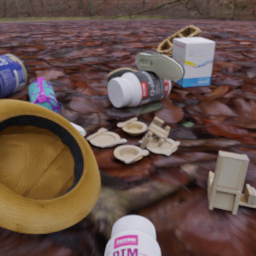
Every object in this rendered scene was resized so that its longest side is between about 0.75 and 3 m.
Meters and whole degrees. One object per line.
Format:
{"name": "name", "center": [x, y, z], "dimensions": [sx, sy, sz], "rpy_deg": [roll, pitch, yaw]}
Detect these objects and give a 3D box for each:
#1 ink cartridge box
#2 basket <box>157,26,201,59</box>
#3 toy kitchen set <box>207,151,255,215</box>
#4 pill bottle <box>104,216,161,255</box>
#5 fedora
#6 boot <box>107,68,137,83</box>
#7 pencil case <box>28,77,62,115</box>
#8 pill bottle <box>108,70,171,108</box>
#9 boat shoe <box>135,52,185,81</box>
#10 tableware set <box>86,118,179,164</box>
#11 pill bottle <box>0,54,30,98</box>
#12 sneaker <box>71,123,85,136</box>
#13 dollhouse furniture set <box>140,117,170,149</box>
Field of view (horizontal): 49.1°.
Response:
{"name": "ink cartridge box", "center": [2.755, -2.866, 12.130], "dimensions": [1.334, 1.845, 1.358], "rpy_deg": [-6, 26, -12]}
{"name": "basket", "center": [2.525, -4.262, 14.797], "dimensions": [2.003, 2.091, 2.807], "rpy_deg": [1, 26, 2]}
{"name": "toy kitchen set", "center": [2.021, 0.873, 5.113], "dimensions": [0.942, 1.041, 1.154], "rpy_deg": [9, 16, 12]}
{"name": "pill bottle", "center": [0.051, 1.821, 3.545], "dimensions": [0.757, 0.757, 1.336], "rpy_deg": [1, 26, 2]}
{"name": "fedora", "center": [-1.762, 0.727, 4.883], "dimensions": [2.732, 1.114, 2.732], "rpy_deg": [33, 31, -23]}
{"name": "boot", "center": [0.227, -1.904, 11.475], "dimensions": [2.021, 0.783, 1.398], "rpy_deg": [-6, 31, -10]}
{"name": "pencil case", "center": [-2.751, -0.918, 9.087], "dimensions": [0.885, 0.961, 2.080], "rpy_deg": [-8, 26, -19]}
{"name": "pill bottle", "center": [0.391, -1.384, 9.794], "dimensions": [2.041, 1.182, 1.182], "rpy_deg": [-18, 31, -33]}
{"name": "boat shoe", "center": [1.134, -2.097, 9.228], "dimensions": [0.708, 0.752, 2.093], "rpy_deg": [-16, 32, -33]}
{"name": "tableware set", "center": [0.113, 0.323, 7.261], "dimensions": [1.788, 0.248, 2.141], "rpy_deg": [-20, 34, -35]}
{"name": "pill bottle", "center": [-5.019, -1.741, 10.229], "dimensions": [1.476, 1.476, 2.640], "rpy_deg": [10, 27, 20]}
{"name": "sneaker", "center": [-1.354, 0.092, 7.071], "dimensions": [0.458, 0.434, 1.137], "rpy_deg": [17, 3, -2]}
{"name": "dollhouse furniture set", "center": [0.707, 0.226, 7.394], "dimensions": [0.532, 0.454, 1.026], "rpy_deg": [30, 37, 3]}
